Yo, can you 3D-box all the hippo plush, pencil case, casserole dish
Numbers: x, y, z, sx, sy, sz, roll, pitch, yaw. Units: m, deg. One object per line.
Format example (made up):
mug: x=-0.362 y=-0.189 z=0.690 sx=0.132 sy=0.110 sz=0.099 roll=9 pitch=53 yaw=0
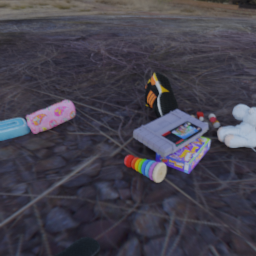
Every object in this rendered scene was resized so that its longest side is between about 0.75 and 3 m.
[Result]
hippo plush: x=4.127 y=-0.064 z=10.026 sx=1.433 sy=1.447 sz=1.799 roll=-4 pitch=24 yaw=-34
pencil case: x=-3.139 y=-0.484 z=11.544 sx=1.976 sy=0.864 sz=0.864 roll=-30 pitch=40 yaw=-32
casserole dish: x=-4.868 y=0.033 z=11.251 sx=1.879 sy=0.365 sz=1.138 roll=-15 pitch=33 yaw=-27

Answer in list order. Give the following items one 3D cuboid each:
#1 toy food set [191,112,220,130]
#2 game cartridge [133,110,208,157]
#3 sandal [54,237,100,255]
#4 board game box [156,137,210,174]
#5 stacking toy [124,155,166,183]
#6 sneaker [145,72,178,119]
toy food set: x=2.971 y=-0.192 z=11.247 sx=1.445 sy=0.690 sz=0.650 roll=3 pitch=24 yaw=6
game cartridge: x=1.572 y=0.102 z=10.023 sx=2.408 sy=0.462 sz=1.561 roll=-26 pitch=38 yaw=-35
sandal: x=-1.403 y=3.001 z=5.818 sx=0.767 sy=0.488 sz=2.041 roll=24 pitch=24 yaw=38
board game box: x=1.953 y=0.781 z=9.818 sx=1.226 sy=0.408 sz=1.823 roll=18 pitch=34 yaw=30
stacking toy: x=0.457 y=1.219 z=8.890 sx=1.451 sy=0.620 sz=0.620 roll=15 pitch=32 yaw=37
sneaker: x=1.357 y=-1.133 z=12.621 sx=1.043 sy=1.341 sz=2.981 roll=19 pitch=45 yaw=-25
